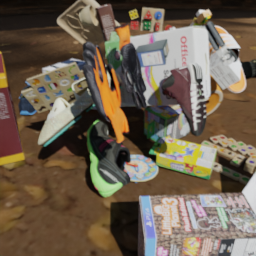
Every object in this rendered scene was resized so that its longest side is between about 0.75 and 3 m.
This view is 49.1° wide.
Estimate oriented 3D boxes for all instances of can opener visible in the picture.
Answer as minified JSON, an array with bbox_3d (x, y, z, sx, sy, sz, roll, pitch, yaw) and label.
[{"bbox_3d":[2.605,-2.393,8.031,0.362,1.373,0.456,-33,0,43],"label":"can opener"}]

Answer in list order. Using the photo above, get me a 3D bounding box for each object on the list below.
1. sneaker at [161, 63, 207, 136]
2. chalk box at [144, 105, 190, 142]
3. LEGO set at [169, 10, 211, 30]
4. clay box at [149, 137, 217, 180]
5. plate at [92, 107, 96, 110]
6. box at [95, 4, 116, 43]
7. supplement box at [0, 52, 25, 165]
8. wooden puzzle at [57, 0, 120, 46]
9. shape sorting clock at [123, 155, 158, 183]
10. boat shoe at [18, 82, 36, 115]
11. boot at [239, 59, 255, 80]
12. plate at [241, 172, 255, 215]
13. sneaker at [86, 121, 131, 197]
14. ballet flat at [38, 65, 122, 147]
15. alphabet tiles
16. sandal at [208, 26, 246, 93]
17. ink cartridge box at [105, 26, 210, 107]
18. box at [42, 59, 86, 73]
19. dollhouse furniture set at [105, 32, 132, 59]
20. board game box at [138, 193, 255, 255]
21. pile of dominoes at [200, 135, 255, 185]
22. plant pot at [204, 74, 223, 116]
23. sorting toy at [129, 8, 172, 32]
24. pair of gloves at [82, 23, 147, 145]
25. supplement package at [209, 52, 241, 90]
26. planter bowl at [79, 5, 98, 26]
[{"bbox_3d":[1.372,-0.681,7.093,1.035,1.792,0.678,-2,4,36],"label":"sneaker"},{"bbox_3d":[1.301,-0.164,10.365,1.840,1.145,1.139,-21,36,-34],"label":"chalk box"},{"bbox_3d":[1.761,-2.804,8.851,2.165,0.806,0.996,-12,-17,42],"label":"LEGO set"},{"bbox_3d":[1.748,0.906,9.016,1.961,0.467,1.127,13,34,21],"label":"clay box"},{"bbox_3d":[-2.366,-1.595,12.801,2.630,0.426,2.636,3,26,-28],"label":"plate"},{"bbox_3d":[-0.858,-4.320,11.911,0.617,1.647,0.825,-17,25,-7],"label":"box"},{"bbox_3d":[-4.895,-0.656,9.406,1.951,2.938,2.898,-12,33,-20],"label":"supplement box"},{"bbox_3d":[-1.802,-4.861,12.971,2.361,2.187,0.547,-17,50,44],"label":"wooden puzzle"},{"bbox_3d":[0.256,1.235,8.846,1.377,0.270,1.377,0,31,0],"label":"shape sorting clock"},{"bbox_3d":[-4.330,-1.553,12.925,1.145,0.934,2.721,-5,31,-8],"label":"boat shoe"},{"bbox_3d":[6.895,-3.141,15.449,2.198,1.106,2.940,8,31,13],"label":"boot"},{"bbox_3d":[4.079,1.757,6.444,2.552,2.546,0.412,35,4,43],"label":"plate"},{"bbox_3d":[-0.556,0.830,8.612,1.222,1.120,2.918,-18,42,0],"label":"sneaker"},{"bbox_3d":[-1.501,-0.682,7.901,2.942,0.917,0.992,-39,8,-10],"label":"ballet flat"},{"bbox_3d":[-1.979,-1.124,8.590,2.213,1.841,0.070,-19,58,2],"label":"alphabet tiles"},{"bbox_3d":[3.921,-2.826,10.971,1.135,2.962,0.849,-24,-7,-1],"label":"sandal"},{"bbox_3d":[0.858,-1.718,8.231,2.783,2.022,1.218,2,17,31],"label":"ink cartridge box"},{"bbox_3d":[-3.520,-3.230,16.001,1.377,0.710,2.361,20,36,30],"label":"box"},{"bbox_3d":[-0.142,-2.640,10.312,1.353,2.066,1.037,11,-7,-8],"label":"dollhouse furniture set"},{"bbox_3d":[1.301,2.307,5.594,2.144,1.709,1.038,-1,30,-3],"label":"board game box"},{"bbox_3d":[3.631,0.881,9.298,2.683,0.427,2.091,25,39,35],"label":"pile of dominoes"},{"bbox_3d":[2.809,-1.673,12.084,2.354,2.354,2.155,-13,48,-21],"label":"plant pot"},{"bbox_3d":[0.741,-3.504,9.109,1.465,0.706,0.248,4,22,-3],"label":"sorting toy"},{"bbox_3d":[-0.212,-1.139,6.687,0.319,2.298,2.580,-5,29,27],"label":"pair of gloves"},{"bbox_3d":[3.403,-2.138,9.863,0.678,0.952,1.222,-32,21,40],"label":"supplement package"},{"bbox_3d":[-1.650,-4.502,11.378,0.548,0.814,0.814,-9,28,15],"label":"planter bowl"}]
